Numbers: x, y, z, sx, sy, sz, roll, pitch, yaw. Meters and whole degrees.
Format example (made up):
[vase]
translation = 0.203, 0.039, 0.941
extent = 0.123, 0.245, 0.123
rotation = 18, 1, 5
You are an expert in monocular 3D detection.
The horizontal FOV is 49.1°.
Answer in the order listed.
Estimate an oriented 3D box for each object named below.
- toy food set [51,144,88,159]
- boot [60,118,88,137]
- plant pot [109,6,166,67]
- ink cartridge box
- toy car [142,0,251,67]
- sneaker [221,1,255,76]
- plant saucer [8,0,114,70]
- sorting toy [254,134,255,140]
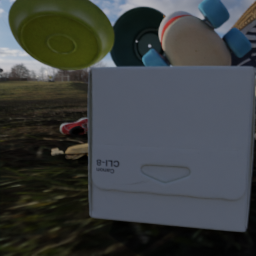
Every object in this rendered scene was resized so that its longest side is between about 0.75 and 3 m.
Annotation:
[toy food set]
translation = -0.915, 0.582, 6.651
extent = 1.756, 0.353, 1.213
rotation = -8, 3, -17
[boot]
translation = -1.559, 0.001, 10.005
extent = 1.444, 0.523, 1.042
rotation = -16, 17, -37
[plant pot]
translation = 0.657, -3.017, 10.176
extent = 2.360, 2.360, 1.581
rotation = 2, 13, 17
[ink cartridge box]
translation = 0.653, 0.084, 4.305
extent = 1.877, 1.868, 2.583
rotation = 1, 8, 10
[toy car]
translation = 1.486, -2.163, 7.059
extent = 1.926, 2.007, 2.177
rotation = 37, 24, -30
[sneaker]
translation = 3.967, -2.709, 8.601
extent = 1.554, 2.864, 1.004
rotation = 32, 34, -15
[plant saucer]
translation = -1.128, -1.506, 4.765
extent = 1.777, 0.276, 1.777
rotation = 2, -26, 1
[sorting toy]
translation = 5.216, 0.237, 8.746
extent = 1.943, 0.354, 1.799
rotation = 8, 11, 43
